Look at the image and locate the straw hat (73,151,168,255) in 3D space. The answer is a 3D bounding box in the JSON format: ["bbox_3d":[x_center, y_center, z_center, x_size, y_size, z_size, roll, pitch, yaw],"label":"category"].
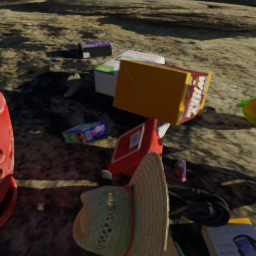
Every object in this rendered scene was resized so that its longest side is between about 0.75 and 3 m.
[{"bbox_3d":[-0.280,1.389,4.281,1.030,2.435,2.435,12,30,-10],"label":"straw hat"}]

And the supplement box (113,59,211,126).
[{"bbox_3d":[1.128,-1.239,9.013,2.218,1.493,2.249,19,19,27],"label":"supplement box"}]

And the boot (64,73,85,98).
[{"bbox_3d":[-2.187,-1.650,10.706,0.973,0.636,0.329,-39,34,-9],"label":"boot"}]

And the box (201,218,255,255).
[{"bbox_3d":[1.991,2.323,4.900,0.932,0.325,1.566,-3,34,-5],"label":"box"}]

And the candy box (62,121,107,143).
[{"bbox_3d":[-1.227,0.128,7.894,0.953,0.367,0.806,-6,16,42],"label":"candy box"}]

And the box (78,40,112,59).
[{"bbox_3d":[-1.840,-4.360,15.518,1.628,0.642,1.149,-11,30,-16],"label":"box"}]

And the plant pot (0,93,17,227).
[{"bbox_3d":[-3.511,0.785,5.218,2.828,2.575,2.828,-1,31,0],"label":"plant pot"}]

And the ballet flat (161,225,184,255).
[{"bbox_3d":[0.444,2.127,4.810,0.875,0.886,2.602,-11,24,-5],"label":"ballet flat"}]

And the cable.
[{"bbox_3d":[0.979,1.318,5.543,1.679,0.523,2.058,9,2,-26],"label":"cable"}]

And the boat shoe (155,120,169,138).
[{"bbox_3d":[0.987,-0.097,8.696,0.407,0.446,1.240,15,33,18],"label":"boat shoe"}]

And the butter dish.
[{"bbox_3d":[0.351,0.667,6.949,1.411,1.046,1.415,-31,28,35],"label":"butter dish"}]

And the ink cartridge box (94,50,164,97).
[{"bbox_3d":[0.113,-2.187,11.404,1.812,1.051,2.502,19,40,27],"label":"ink cartridge box"}]

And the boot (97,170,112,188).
[{"bbox_3d":[-0.399,1.480,5.780,0.328,0.823,0.999,-10,31,-8],"label":"boot"}]

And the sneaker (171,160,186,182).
[{"bbox_3d":[1.255,1.062,6.977,0.352,0.297,0.805,3,28,7],"label":"sneaker"}]

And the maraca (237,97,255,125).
[{"bbox_3d":[4.268,-0.610,9.160,1.107,0.864,1.615,-10,30,-2],"label":"maraca"}]
